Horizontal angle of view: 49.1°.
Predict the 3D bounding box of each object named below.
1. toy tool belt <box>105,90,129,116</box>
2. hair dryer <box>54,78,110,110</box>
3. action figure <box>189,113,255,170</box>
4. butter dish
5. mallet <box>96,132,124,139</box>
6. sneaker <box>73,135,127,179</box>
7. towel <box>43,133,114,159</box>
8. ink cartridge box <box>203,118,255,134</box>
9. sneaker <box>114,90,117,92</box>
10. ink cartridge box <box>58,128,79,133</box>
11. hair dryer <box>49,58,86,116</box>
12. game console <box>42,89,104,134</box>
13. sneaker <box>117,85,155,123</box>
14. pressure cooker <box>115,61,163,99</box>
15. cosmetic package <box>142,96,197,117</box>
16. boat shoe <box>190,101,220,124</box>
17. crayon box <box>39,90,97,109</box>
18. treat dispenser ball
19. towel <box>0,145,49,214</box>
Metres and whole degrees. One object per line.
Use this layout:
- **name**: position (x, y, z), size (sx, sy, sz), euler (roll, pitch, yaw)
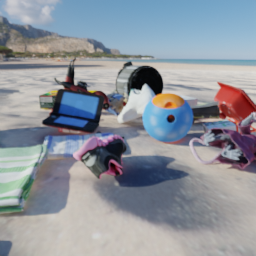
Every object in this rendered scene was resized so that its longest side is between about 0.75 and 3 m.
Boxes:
- **toy tool belt**: position (-0.652, -1.003, 12.965), size (1.143, 1.162, 1.861), euler (-38, 28, -18)
- **hair dryer**: position (-1.761, -1.343, 11.841), size (2.598, 0.706, 1.979), euler (27, 17, 24)
- **action figure**: position (3.029, 0.562, 7.368), size (2.202, 1.475, 1.640), euler (-3, -24, -40)
- **butter dish**: position (4.387, -0.904, 11.954), size (1.803, 1.336, 1.808), euler (38, 5, -26)
- **mallet**: position (-0.642, 0.296, 9.453), size (1.001, 0.206, 0.330), euler (7, 16, 12)
- **sneaker**: position (-0.454, 0.755, 6.753), size (0.993, 0.822, 2.081), euler (47, 17, 14)
- **towel**: position (-1.432, 0.508, 8.455), size (2.263, 0.269, 1.662), euler (-2, 16, -9)
- **ink cartridge box**: position (3.499, -0.021, 9.646), size (1.634, 0.411, 0.890), euler (-11, 15, 4)
- **sneaker**: position (-0.832, -2.457, 19.384), size (0.514, 0.384, 1.144), euler (-3, 12, 12)
- **ink cartridge box**: position (-2.092, -0.063, 10.416), size (0.819, 0.345, 0.593), euler (5, 16, 19)
- **hair dryer**: position (-2.853, -1.552, 12.638), size (0.774, 2.849, 2.170), euler (10, -25, 15)
- **game console**: position (-1.870, -0.619, 9.746), size (1.795, 1.065, 1.547), euler (10, 17, 3)
- **sneaker**: position (0.266, -0.929, 10.867), size (0.903, 1.062, 2.399), euler (-24, -2, -38)
- **pressure cooker**: position (0.440, -2.205, 14.171), size (2.036, 2.005, 2.279), euler (20, 2, -27)
- **cosmetic package**: position (1.851, -0.898, 12.517), size (2.213, 0.898, 1.249), euler (-8, 17, -24)
- **boat shoe**: position (2.547, -0.521, 11.185), size (2.523, 0.760, 0.899), euler (-10, 2, -14)
- **crayon box**: position (-3.120, -1.569, 15.173), size (2.673, 0.779, 2.306), euler (0, 15, 1)
- **treat dispenser ball**: position (1.265, -0.319, 9.011), size (1.597, 1.597, 1.597), euler (0, 15, 0)
- **towel**: position (-3.012, 1.020, 6.128), size (2.128, 0.326, 2.790), euler (-4, 18, -5)
